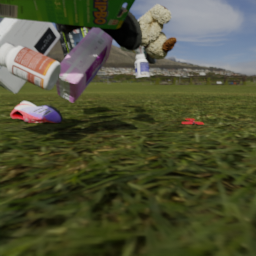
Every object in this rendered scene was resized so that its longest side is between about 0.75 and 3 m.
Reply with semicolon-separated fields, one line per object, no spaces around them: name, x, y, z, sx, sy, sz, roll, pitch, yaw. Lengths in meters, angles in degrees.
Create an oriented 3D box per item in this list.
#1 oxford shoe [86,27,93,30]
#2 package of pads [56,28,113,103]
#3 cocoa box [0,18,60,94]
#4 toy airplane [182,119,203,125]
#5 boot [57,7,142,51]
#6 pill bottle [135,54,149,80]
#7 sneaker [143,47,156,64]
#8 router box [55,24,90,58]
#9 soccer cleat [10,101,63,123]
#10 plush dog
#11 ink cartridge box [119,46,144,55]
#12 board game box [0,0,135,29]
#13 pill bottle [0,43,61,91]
oxford shoe;-1.250;-3.261;8.578;1.899;0.689;0.676;-21;55;-23
package of pads;-1.249;-1.768;7.847;0.742;1.961;1.182;33;-24;1
cocoa box;-3.112;-2.232;7.296;1.359;2.071;1.381;25;-15;26
toy airplane;2.835;-0.278;12.424;0.978;0.180;0.978;1;10;0
boot;-0.764;-2.431;6.450;1.496;2.001;0.753;-28;-18;-35
pill bottle;0.682;-3.050;14.032;0.686;1.146;0.686;-4;-2;0
sneaker;0.916;-2.956;9.857;0.716;1.636;0.609;12;49;30
router box;-2.135;-3.776;12.195;0.646;2.081;1.559;-3;16;44
soccer cleat;-4.107;-0.540;12.582;2.636;0.899;0.965;13;43;27
plush dog;0.725;-2.705;8.510;1.297;1.389;1.617;-42;15;-11
ink cartridge box;0.230;-4.289;14.235;1.376;0.589;1.015;19;-13;20
board game box;-1.230;-2.467;5.270;2.725;0.408;1.302;0;-16;-23
pill bottle;-2.118;-1.338;6.019;1.196;0.671;0.671;26;11;0
